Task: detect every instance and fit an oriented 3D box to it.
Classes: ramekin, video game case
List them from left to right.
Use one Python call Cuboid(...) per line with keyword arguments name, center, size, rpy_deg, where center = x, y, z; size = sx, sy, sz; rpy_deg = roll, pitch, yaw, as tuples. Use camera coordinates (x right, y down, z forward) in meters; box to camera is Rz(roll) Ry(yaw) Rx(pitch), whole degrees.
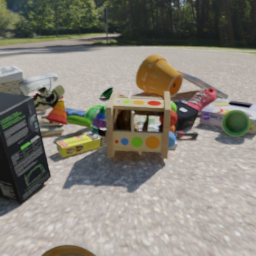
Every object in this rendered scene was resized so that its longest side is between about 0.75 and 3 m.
Cuboid(name="video game case", center=(0.718, 0.301, 10.175), size=(1.688, 0.217, 1.857), rpy_deg=(-3, 23, -6))
Cuboid(name="video game case", center=(4.125, -2.523, 16.082), size=(2.386, 0.289, 2.621), rpy_deg=(23, 12, -23))
Cuboid(name="ramekin", center=(4.088, -0.216, 10.553), size=(1.011, 1.011, 0.494), rpy_deg=(10, 16, 25))

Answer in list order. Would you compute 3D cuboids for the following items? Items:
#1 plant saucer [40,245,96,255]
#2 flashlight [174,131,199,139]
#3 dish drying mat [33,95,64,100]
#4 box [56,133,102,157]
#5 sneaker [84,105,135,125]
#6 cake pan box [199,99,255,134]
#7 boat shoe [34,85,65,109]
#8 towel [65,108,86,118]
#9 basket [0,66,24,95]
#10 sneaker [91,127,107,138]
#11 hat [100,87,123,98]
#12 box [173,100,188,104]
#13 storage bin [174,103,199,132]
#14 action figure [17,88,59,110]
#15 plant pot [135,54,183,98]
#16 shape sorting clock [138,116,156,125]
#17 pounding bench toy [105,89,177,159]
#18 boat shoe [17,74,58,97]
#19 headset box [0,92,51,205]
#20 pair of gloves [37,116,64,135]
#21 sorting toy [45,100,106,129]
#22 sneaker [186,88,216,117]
Cuboid(name="plant saucer", center=(-0.792, 2.250, 3.940), size=(1.251, 1.251, 0.221), rpy_deg=(3, -4, 9))
Cuboid(name="flashlight", center=(2.134, 0.266, 10.294), size=(0.831, 0.282, 0.281), rpy_deg=(1, 32, -10))
Cuboid(name="dish drying mat", center=(-4.526, -1.759, 15.715), size=(1.716, 0.156, 0.659), rpy_deg=(8, 23, 19))
Cuboid(name="box", center=(-1.615, 0.544, 9.347), size=(1.452, 0.364, 0.546), rpy_deg=(-14, 30, -33))
Cuboid(name="sneaker", center=(-0.716, -0.562, 11.452), size=(2.254, 0.835, 0.942), rpy_deg=(-11, 14, -28))
Cuboid(name="cake pan box", center=(4.593, -0.589, 12.006), size=(2.286, 0.649, 2.482), rpy_deg=(16, 26, 32))
Cuboid(name="boat shoe", center=(-4.139, -1.494, 14.285), size=(0.776, 0.847, 2.268), rpy_deg=(-16, 16, 30))
Cuboid(name="towel", center=(-2.445, -0.594, 12.324), size=(1.437, 0.349, 0.802), rpy_deg=(11, 16, 20))
Cuboid(name="basket", center=(-6.428, -1.834, 13.465), size=(2.690, 1.660, 1.823), rpy_deg=(-21, 30, -30))
Cuboid(name="sneaker", center=(-1.035, 0.182, 10.234), size=(0.608, 0.421, 1.008), rpy_deg=(-6, 15, -26))
Cuboid(name="hat", center=(-0.904, -1.715, 15.715), size=(1.026, 0.903, 0.850), rpy_deg=(-28, 26, 18))
Cuboid(name="box", center=(2.656, -1.089, 13.702), size=(0.799, 0.344, 0.654), rpy_deg=(-16, 27, -37))
Cuboid(name="storage bin", center=(2.124, -0.469, 11.363), size=(0.914, 0.634, 1.352), rpy_deg=(34, 36, 30))
Cuboid(name="action figure", center=(-4.615, -1.231, 12.528), size=(2.771, 1.414, 1.647), rpy_deg=(-10, 40, -25))
Cuboid(name="plant pot", center=(1.905, -2.784, 16.010), size=(2.039, 2.227, 2.227), rpy_deg=(35, 38, 31))
Cuboid(name="shape sorting clock", center=(0.789, -0.268, 11.803), size=(0.770, 0.151, 0.770), rpy_deg=(-1, 33, 1))
Cuboid(name="pounding bench toy", center=(0.522, -0.375, 9.313), size=(2.072, 1.650, 2.656), rpy_deg=(2, 26, 5))
Cuboid(name="boat shoe", center=(-3.718, -1.762, 12.169), size=(0.812, 0.937, 2.197), rpy_deg=(-19, 8, 26))
Cuboid(name="headset box", center=(-3.305, 0.309, 6.835), size=(2.191, 2.516, 1.167), rpy_deg=(8, 30, 23))
Cuboid(name="pair of gloves", center=(-3.394, -0.087, 11.129), size=(1.563, 0.322, 1.838), rpy_deg=(-4, 23, -21))
Cuboid(name="sorting toy", center=(-1.933, -0.584, 10.628), size=(2.731, 0.941, 0.947), rpy_deg=(6, -13, 29))
Cuboid(name="sneaker", center=(3.273, -1.277, 13.063), size=(0.943, 1.110, 2.559), rpy_deg=(23, 31, 40))
